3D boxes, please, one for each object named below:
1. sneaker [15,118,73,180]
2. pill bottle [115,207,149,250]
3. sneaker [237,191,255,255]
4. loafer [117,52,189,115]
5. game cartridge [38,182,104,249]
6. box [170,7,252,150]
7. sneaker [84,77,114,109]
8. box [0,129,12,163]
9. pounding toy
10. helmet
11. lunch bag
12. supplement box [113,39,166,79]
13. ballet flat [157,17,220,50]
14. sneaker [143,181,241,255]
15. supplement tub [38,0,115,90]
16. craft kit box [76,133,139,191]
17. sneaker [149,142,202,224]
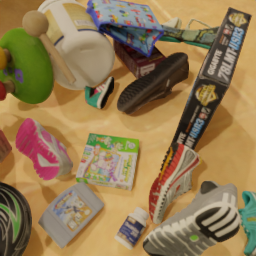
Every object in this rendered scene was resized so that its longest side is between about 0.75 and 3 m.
[{"bbox_3d":[-2.137,0.555,7.178,0.818,0.887,2.010,-46,62,10],"label":"sneaker"},{"bbox_3d":[0.108,2.156,6.076,0.451,0.451,0.813,28,66,20],"label":"pill bottle"},{"bbox_3d":[2.674,2.072,6.134,0.637,0.620,1.600,23,45,10],"label":"sneaker"},{"bbox_3d":[0.874,-1.176,8.407,2.655,0.942,0.969,-37,31,-6],"label":"loafer"},{"bbox_3d":[-1.276,1.865,6.277,0.890,0.278,1.336,48,56,2],"label":"game cartridge"},{"bbox_3d":[2.031,-1.073,7.168,0.707,2.823,2.844,22,55,9],"label":"box"},{"bbox_3d":[-0.963,-1.161,8.721,0.797,0.552,1.321,13,50,14],"label":"sneaker"},{"bbox_3d":[-4.415,0.810,6.297,1.603,1.881,2.942,19,55,15],"label":"box"},{"bbox_3d":[-3.039,-1.632,7.546,2.830,2.184,1.313,-15,11,41],"label":"pounding toy"},{"bbox_3d":[-2.778,1.962,5.539,1.694,1.777,1.777,31,52,-13],"label":"helmet"},{"bbox_3d":[-0.237,-3.297,8.591,2.181,1.026,1.642,9,44,-30],"label":"lunch bag"},{"bbox_3d":[0.366,-2.592,9.812,1.094,0.612,2.010,-21,54,-17],"label":"supplement box"},{"bbox_3d":[1.816,-3.151,9.156,2.536,0.941,0.941,18,54,22],"label":"ballet flat"},{"bbox_3d":[1.314,1.807,5.587,0.866,2.309,1.333,46,38,-3],"label":"sneaker"},{"bbox_3d":[-1.819,-2.809,9.075,2.024,2.024,2.803,-19,54,-14],"label":"supplement tub"},{"bbox_3d":[-0.494,0.844,7.301,1.403,0.345,1.421,8,52,3],"label":"craft kit box"},{"bbox_3d":[1.007,1.313,6.154,0.783,1.907,0.742,21,13,-8],"label":"sneaker"}]
